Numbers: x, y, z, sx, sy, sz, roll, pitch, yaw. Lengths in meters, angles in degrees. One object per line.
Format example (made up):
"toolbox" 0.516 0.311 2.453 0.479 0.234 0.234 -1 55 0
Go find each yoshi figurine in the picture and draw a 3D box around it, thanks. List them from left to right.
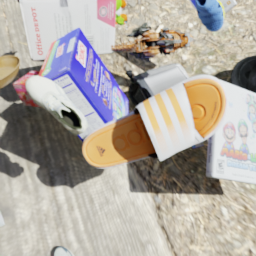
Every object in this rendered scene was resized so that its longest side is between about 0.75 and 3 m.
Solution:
"yoshi figurine" -0.377 -3.641 8.485 0.872 0.869 1.552 40 25 7

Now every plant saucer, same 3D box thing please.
"plant saucer" -3.375 -1.221 6.791 1.719 0.304 1.719 -10 39 8

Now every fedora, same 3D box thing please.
"fedora" 4.451 -1.463 9.666 2.148 0.981 2.148 -1 60 2

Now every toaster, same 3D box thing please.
"toaster" 1.143 -0.921 8.875 1.662 1.462 2.573 -24 78 -20

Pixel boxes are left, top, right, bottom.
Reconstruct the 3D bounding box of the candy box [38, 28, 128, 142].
"candy box" -0.885 -0.765 6.414 0.908 2.358 1.994 -22 37 16

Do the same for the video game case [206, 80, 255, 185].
"video game case" 2.773 0.209 6.441 2.320 0.275 2.112 13 78 -27

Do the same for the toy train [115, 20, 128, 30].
"toy train" -0.323 -3.820 10.048 0.216 0.777 0.584 -2 84 40

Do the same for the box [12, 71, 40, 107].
"box" -2.235 -1.039 7.565 1.521 0.726 0.758 8 42 31

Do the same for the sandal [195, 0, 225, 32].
"sandal" 1.854 -3.063 6.813 0.661 1.663 0.724 -13 35 36

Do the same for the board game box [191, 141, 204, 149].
"board game box" 1.459 -0.272 6.769 0.290 1.295 0.870 -17 28 6

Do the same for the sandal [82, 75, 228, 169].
"sandal" 0.355 0.134 4.998 3.001 0.860 1.150 -26 94 19

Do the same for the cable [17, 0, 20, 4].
"cable" -2.801 -3.730 7.212 1.014 2.088 0.526 -30 99 14

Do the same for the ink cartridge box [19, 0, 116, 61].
"ink cartridge box" -1.537 -2.805 7.388 2.282 1.672 0.945 -9 49 -14

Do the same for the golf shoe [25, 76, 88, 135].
"golf shoe" -1.115 -0.389 4.452 1.235 0.600 0.483 42 83 -10

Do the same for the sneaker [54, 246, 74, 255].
"sneaker" -1.466 3.497 6.737 0.531 0.591 1.369 -21 60 -13

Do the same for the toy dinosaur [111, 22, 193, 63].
"toy dinosaur" 0.556 -2.094 6.752 1.916 0.979 1.300 10 13 -23

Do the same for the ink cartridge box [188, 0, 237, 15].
"ink cartridge box" 2.136 -4.033 8.059 2.021 0.957 0.375 54 34 -2

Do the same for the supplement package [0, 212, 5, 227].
"supplement package" -4.034 2.356 7.311 1.116 0.847 0.840 -27 61 -16
